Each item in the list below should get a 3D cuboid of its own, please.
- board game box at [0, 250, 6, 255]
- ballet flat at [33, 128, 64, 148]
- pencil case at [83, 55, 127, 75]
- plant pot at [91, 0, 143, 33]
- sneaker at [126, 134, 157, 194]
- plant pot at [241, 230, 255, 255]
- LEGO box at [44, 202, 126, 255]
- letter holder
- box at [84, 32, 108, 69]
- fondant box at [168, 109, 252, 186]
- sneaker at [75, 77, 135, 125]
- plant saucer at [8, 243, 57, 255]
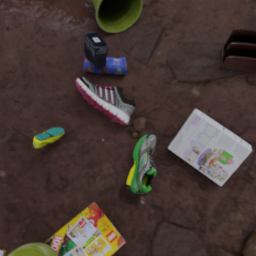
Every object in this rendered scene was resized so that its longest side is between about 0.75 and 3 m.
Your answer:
[{"bbox_3d":[-4.785,4.480,9.377,1.125,0.227,0.861,9,71,3],"label":"board game box"},{"bbox_3d":[-2.875,0.375,10.071,0.497,1.487,0.498,28,112,14],"label":"ballet flat"},{"bbox_3d":[-0.949,-2.632,11.648,1.837,0.717,0.798,5,49,2],"label":"pencil case"},{"bbox_3d":[-0.796,-5.647,12.191,2.160,2.160,2.051,-26,60,-9],"label":"plant pot"},{"bbox_3d":[0.700,1.288,10.027,0.954,0.874,2.240,0,72,42],"label":"sneaker"},{"bbox_3d":[4.220,4.002,9.331,0.841,0.786,0.786,-46,76,2],"label":"plant pot"},{"bbox_3d":[-1.471,3.863,9.248,2.257,0.871,1.681,-39,75,-13],"label":"LEGO box"},{"bbox_3d":[5.096,-3.104,11.384,2.119,1.506,1.066,10,72,4],"label":"letter holder"},{"bbox_3d":[-1.280,-3.030,10.935,0.544,0.951,1.044,-16,54,-25],"label":"box"},{"bbox_3d":[2.861,0.683,9.985,2.328,0.678,1.680,36,112,10],"label":"fondant box"},{"bbox_3d":[-0.819,-1.265,11.040,2.677,0.987,1.171,36,74,7],"label":"sneaker"},{"bbox_3d":[-3.043,4.247,8.041,2.119,0.329,2.119,-10,39,9],"label":"plant saucer"}]
